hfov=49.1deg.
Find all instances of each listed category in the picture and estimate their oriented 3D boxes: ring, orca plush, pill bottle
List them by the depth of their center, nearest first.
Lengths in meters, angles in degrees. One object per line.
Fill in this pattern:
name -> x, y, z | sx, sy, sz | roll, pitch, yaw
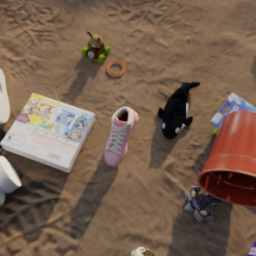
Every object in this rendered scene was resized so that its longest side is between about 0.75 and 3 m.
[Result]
pill bottle -> -4.922, 2.126, 8.726 | 2.820, 1.561, 1.561 | -33, 72, -11
orca plush -> 1.942, -0.808, 10.221 | 1.319, 0.891, 2.506 | 36, 73, 13
ring -> -0.483, -2.379, 11.269 | 0.760, 0.073, 0.760 | 0, 68, -1

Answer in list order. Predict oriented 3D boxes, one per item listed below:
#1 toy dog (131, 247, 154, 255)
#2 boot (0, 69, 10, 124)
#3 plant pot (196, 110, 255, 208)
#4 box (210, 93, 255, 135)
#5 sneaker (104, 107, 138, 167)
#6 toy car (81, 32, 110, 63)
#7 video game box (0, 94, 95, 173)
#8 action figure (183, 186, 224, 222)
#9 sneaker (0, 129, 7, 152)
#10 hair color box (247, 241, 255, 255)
toy dog -> 0.347, 4.114, 7.989 | 1.264, 0.909, 1.303 | 19, 71, -26
boot -> -5.189, -1.114, 10.473 | 1.085, 0.874, 2.402 | -18, 66, 6
plant pot -> 3.465, 0.851, 8.362 | 2.320, 2.320, 2.256 | 20, 62, 7
box -> 4.368, 0.107, 10.012 | 2.614, 0.623, 1.594 | 37, 73, 13
sneaker -> -0.357, 0.248, 9.488 | 0.795, 1.104, 2.112 | 22, 82, 18
toy car -> -1.308, -3.284, 11.036 | 0.938, 1.142, 0.901 | 26, 71, 9
video game box -> -2.751, 0.121, 9.879 | 2.491, 0.583, 2.269 | 19, 63, 7
action figure -> 2.647, 2.352, 9.166 | 1.879, 0.652, 1.223 | -21, 74, -6
sneaker -> -5.470, 0.746, 9.461 | 2.661, 1.198, 0.931 | -28, 72, -10
hair color box -> 4.807, 3.698, 8.515 | 1.496, 0.887, 2.737 | 37, 71, 12
